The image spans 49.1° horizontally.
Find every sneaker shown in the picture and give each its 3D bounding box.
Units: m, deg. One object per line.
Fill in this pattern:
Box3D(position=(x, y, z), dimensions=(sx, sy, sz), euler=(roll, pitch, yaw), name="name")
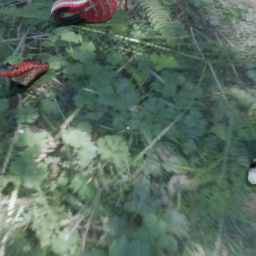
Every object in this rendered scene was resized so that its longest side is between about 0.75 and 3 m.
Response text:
Box3D(position=(-3.334, -1.756, 9.137), dimensions=(0.630, 0.871, 1.783), euler=(24, 34, 27), name="sneaker")
Box3D(position=(-1.761, -4.894, 11.198), dimensions=(2.627, 1.059, 0.981), euler=(-8, 52, -5), name="sneaker")

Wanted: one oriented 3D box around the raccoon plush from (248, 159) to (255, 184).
Box3D(position=(3.883, 0.490, 7.069), dimensions=(0.960, 1.329, 1.984), euler=(23, 57, 16), name="raccoon plush")
